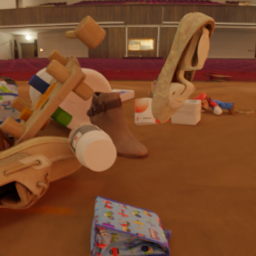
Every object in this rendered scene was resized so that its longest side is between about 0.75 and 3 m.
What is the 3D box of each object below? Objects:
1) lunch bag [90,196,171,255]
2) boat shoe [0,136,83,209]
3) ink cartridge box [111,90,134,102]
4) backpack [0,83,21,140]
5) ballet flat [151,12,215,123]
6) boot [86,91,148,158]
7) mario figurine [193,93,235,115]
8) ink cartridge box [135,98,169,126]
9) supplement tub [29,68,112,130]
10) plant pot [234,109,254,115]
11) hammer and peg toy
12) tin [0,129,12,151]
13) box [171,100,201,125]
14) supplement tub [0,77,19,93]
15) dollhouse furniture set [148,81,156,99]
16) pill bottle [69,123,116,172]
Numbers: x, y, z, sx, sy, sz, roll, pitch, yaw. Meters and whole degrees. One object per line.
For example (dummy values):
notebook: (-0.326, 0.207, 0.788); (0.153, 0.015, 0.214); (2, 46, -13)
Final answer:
lunch bag: (0.054, 1.268, 3.525); (1.003, 0.472, 0.755); (8, 11, -7)
boat shoe: (-1.740, 0.850, 4.363); (2.831, 1.009, 0.913); (-10, 52, -48)
ink cartridge box: (-0.745, -1.685, 14.898); (1.260, 0.494, 2.662); (7, 13, 23)
backpack: (-4.100, -0.420, 7.532); (2.731, 2.099, 2.228); (25, 13, 28)
ballet flat: (0.928, -0.950, 4.841); (0.682, 2.021, 0.630); (1, 22, -38)
boot: (-0.311, -0.171, 6.960); (1.982, 1.449, 0.696); (13, 18, 40)
mario figurine: (3.512, -0.843, 11.695); (1.701, 0.902, 1.050); (15, -18, 16)
ink cartridge box: (0.546, -0.403, 6.618); (0.792, 0.642, 0.198); (-7, -22, 20)
supplement tub: (-1.979, -1.062, 9.340); (1.916, 1.916, 2.904); (-9, 16, -32)
plant pot: (4.869, -0.693, 11.744); (0.792, 0.109, 0.792); (1, 14, 0)
hammer and peg toy: (-1.327, -0.882, 5.552); (0.918, 2.603, 1.915); (37, 8, -25)
tin: (-2.674, 0.452, 4.757); (1.223, 0.457, 2.184); (-13, -11, -15)
box: (2.061, -0.569, 9.912); (0.889, 0.762, 0.885); (5, 15, 24)
supplement tub: (-6.137, -1.628, 12.911); (1.330, 1.330, 2.170); (2, 15, 6)
dollhouse furniture set: (1.935, -2.240, 16.009); (1.392, 0.988, 1.103); (-1, 14, -5)
pill bottle: (-0.583, 0.298, 4.497); (0.612, 0.612, 1.051); (-5, 13, -19)
